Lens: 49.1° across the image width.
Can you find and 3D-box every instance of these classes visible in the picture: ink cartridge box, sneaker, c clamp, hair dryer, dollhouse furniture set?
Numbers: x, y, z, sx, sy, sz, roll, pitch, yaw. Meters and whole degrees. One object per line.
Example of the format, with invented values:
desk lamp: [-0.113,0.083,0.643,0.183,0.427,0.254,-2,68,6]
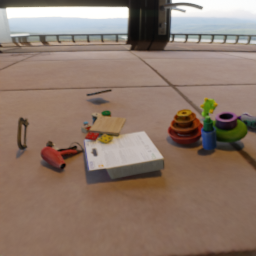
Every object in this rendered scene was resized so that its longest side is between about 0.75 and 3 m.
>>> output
ink cartridge box: [-0.235,0.831,8.915,2.213,0.479,2.173,-9,23,-9]
sneaker: [4.954,-0.172,11.387,0.717,0.609,1.637,-16,15,-11]
c clamp: [-3.595,0.196,9.685,0.174,1.100,1.288,-2,66,-3]
hair dryer: [-2.143,0.787,9.044,1.306,0.466,1.714,1,25,-5]
dollhouse furniture set: [-1.388,-0.171,11.202,0.563,0.566,0.803,25,35,35]

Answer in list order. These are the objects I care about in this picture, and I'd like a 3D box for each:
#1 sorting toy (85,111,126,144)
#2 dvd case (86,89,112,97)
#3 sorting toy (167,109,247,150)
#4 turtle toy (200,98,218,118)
sorting toy: [-0.732,0.051,10.246,1.084,0.380,2.249,5,31,13]
dvd case: [-1.563,-1.876,14.938,0.894,0.147,1.190,-20,11,-37]
sorting toy: [2.783,-0.162,9.940,2.818,1.157,1.693,-6,29,10]
turtle toy: [3.517,-0.861,12.261,0.663,0.910,0.460,38,18,29]
